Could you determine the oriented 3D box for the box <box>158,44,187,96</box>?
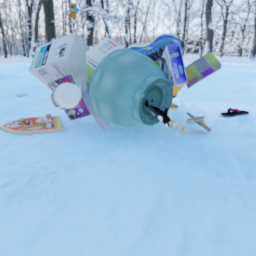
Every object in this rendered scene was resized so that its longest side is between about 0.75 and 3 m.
[{"bbox_3d":[1.610,-2.058,10.282,0.492,1.413,2.374,-12,-5,-1],"label":"box"}]

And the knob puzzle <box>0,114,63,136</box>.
[{"bbox_3d":[-4.072,-0.224,11.730,2.721,0.377,2.721,0,18,0],"label":"knob puzzle"}]

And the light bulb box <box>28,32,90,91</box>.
[{"bbox_3d":[-2.777,-2.752,12.928,2.370,2.349,1.479,-10,56,27],"label":"light bulb box"}]

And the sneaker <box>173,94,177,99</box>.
[{"bbox_3d":[1.181,-1.742,12.776,2.154,0.812,0.854,20,25,26],"label":"sneaker"}]

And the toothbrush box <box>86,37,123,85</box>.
[{"bbox_3d":[-0.494,-1.792,11.305,2.095,2.878,1.239,36,64,17],"label":"toothbrush box"}]

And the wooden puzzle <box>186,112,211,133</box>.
[{"bbox_3d":[2.748,-0.243,10.918,0.831,0.098,1.401,23,21,-41],"label":"wooden puzzle"}]

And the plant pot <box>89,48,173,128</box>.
[{"bbox_3d":[0.351,-1.194,10.019,2.909,2.909,1.949,-15,31,-40],"label":"plant pot"}]

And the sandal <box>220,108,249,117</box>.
[{"bbox_3d":[5.164,-0.814,13.615,1.679,0.378,0.631,-8,19,-25],"label":"sandal"}]

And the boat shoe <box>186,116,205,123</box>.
[{"bbox_3d":[2.964,-0.392,12.312,0.804,0.261,0.290,-1,21,12],"label":"boat shoe"}]

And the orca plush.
[{"bbox_3d":[1.091,-0.549,9.413,1.297,0.461,0.682,41,7,-19],"label":"orca plush"}]

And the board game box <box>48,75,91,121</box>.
[{"bbox_3d":[-2.425,-1.224,11.758,1.127,1.878,0.303,-16,28,23],"label":"board game box"}]

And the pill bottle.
[{"bbox_3d":[-2.274,-1.146,10.247,0.920,0.920,1.581,-8,3,-25],"label":"pill bottle"}]

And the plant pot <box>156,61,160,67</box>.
[{"bbox_3d":[0.667,-2.216,13.522,2.329,2.554,2.567,0,40,12],"label":"plant pot"}]

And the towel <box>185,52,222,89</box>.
[{"bbox_3d":[3.099,-2.515,12.184,1.682,0.192,1.208,-33,47,15],"label":"towel"}]

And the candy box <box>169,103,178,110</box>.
[{"bbox_3d":[2.281,-1.152,14.940,0.493,0.236,0.853,-6,19,-15],"label":"candy box"}]

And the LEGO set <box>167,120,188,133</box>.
[{"bbox_3d":[1.832,-0.029,10.860,0.995,0.370,0.458,26,23,1],"label":"LEGO set"}]

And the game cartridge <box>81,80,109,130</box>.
[{"bbox_3d":[-1.325,-0.859,11.167,0.390,1.926,1.284,-27,34,4],"label":"game cartridge"}]

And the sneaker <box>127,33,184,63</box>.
[{"bbox_3d":[1.001,-2.949,11.567,2.809,1.103,1.252,-8,49,37],"label":"sneaker"}]

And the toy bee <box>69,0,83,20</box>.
[{"bbox_3d":[-2.153,-4.755,11.121,0.448,0.825,0.540,23,-6,-4],"label":"toy bee"}]
